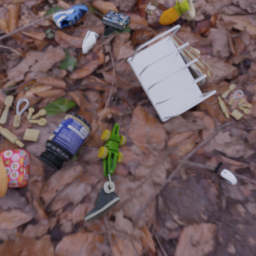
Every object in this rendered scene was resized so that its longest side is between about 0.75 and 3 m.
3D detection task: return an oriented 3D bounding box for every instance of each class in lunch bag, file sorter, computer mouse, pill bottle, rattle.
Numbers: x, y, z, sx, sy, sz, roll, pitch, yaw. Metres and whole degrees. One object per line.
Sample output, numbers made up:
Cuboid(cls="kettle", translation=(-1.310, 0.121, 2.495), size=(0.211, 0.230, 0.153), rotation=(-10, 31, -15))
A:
Cuboid(cls="lunch bag", translation=(-4.454, 1.552, 10.654), size=(1.260, 0.586, 1.431), rotation=(-3, 65, 0))
Cuboid(cls="file sorter", translation=(1.706, -2.055, 10.989), size=(2.071, 1.859, 2.985), rotation=(-31, 94, -8))
Cuboid(cls="computer mouse", translation=(3.780, 1.776, 10.764), size=(0.949, 0.208, 0.521), rotation=(41, 70, 18))
Cuboid(cls="pill bottle", translation=(-2.429, 0.538, 10.819), size=(1.179, 1.179, 2.108), rotation=(28, 68, 13))
Cuboid(cls="rattle", translation=(2.636, -6.282, 14.495), size=(1.505, 1.652, 2.312), rotation=(27, 49, -27))

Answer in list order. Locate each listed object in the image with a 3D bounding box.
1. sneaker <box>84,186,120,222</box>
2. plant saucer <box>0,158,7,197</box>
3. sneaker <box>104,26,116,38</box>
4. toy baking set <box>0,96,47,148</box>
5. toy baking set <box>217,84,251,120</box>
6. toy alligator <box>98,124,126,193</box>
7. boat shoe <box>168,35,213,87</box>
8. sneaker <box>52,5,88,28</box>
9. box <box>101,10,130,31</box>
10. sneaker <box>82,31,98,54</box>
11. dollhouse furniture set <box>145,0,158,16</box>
Cuboid(cls="sneaker", translation=(-1.084, 2.742, 10.181), size=(1.425, 0.533, 0.757), rotation=(-30, 62, -23))
Cuboid(cls="plant saucer", translation=(-4.767, 1.715, 9.965), size=(0.295, 1.574, 1.574), rotation=(-8, 58, -46))
Cuboid(cls="sneaker", translation=(-0.868, -4.900, 13.775), size=(0.352, 0.500, 0.941), rotation=(26, 59, 12))
Cuboid(cls="toy baking set", translation=(-4.520, -0.293, 11.751), size=(2.439, 0.284, 1.872), rotation=(30, 65, 13))
Cuboid(cls="toy baking set", translation=(4.562, -1.099, 12.175), size=(1.301, 0.197, 1.695), rotation=(-16, 66, -10))
Cuboid(cls="toy alligator", translation=(-0.733, 1.150, 10.804), size=(0.921, 0.667, 2.778), rotation=(22, 61, -25))
Cuboid(cls="boat shoe", translation=(2.755, -3.133, 12.732), size=(1.011, 1.067, 2.817), rotation=(-29, 77, -17))
Cuboid(cls="sneaker", translation=(-2.825, -5.538, 14.050), size=(1.837, 0.679, 0.756), rotation=(-25, 70, -5))
Cuboid(cls="box", translation=(-0.603, -5.425, 14.078), size=(1.197, 0.275, 0.952), rotation=(22, 54, 9))
Cuboid(cls="sneaker", translation=(-1.835, -4.087, 13.448), size=(0.533, 0.505, 1.323), rotation=(16, 67, -3))
Cuboid(cls="dollhouse furniture set", translation=(1.190, -6.319, 14.545), size=(0.464, 0.396, 0.896), rotation=(22, 67, 10))
